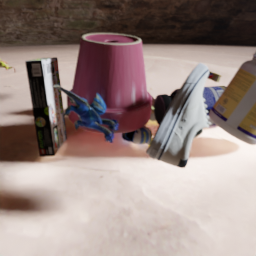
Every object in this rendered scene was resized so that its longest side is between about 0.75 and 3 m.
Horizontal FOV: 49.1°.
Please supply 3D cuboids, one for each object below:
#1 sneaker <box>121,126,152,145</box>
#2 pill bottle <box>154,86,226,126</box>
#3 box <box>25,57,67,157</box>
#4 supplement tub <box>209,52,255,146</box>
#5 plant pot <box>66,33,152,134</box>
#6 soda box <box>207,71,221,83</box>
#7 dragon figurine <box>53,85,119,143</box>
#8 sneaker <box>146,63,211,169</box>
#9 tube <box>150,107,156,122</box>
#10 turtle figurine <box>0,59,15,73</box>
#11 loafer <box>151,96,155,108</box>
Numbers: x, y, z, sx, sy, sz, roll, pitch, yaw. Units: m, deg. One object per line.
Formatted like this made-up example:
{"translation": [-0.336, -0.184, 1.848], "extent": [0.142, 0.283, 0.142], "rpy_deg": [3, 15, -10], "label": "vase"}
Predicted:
{"translation": [0.048, 0.063, 9.670], "extent": [0.751, 0.675, 1.826], "rpy_deg": [-6, 20, -33], "label": "sneaker"}
{"translation": [2.467, -0.764, 10.623], "extent": [2.772, 1.550, 1.550], "rpy_deg": [-5, 22, -15], "label": "pill bottle"}
{"translation": [-2.415, -0.683, 8.531], "extent": [0.481, 2.771, 1.525], "rpy_deg": [-2, 17, 3], "label": "box"}
{"translation": [3.952, -0.937, 8.733], "extent": [1.847, 2.540, 1.847], "rpy_deg": [27, 19, -10], "label": "supplement tub"}
{"translation": [-0.584, -1.626, 9.286], "extent": [2.951, 2.641, 2.951], "rpy_deg": [3, 27, -2], "label": "plant pot"}
{"translation": [3.114, -2.053, 10.837], "extent": [0.910, 0.291, 0.308], "rpy_deg": [31, 23, 29], "label": "soda box"}
{"translation": [-1.030, -0.473, 7.624], "extent": [1.184, 2.382, 0.701], "rpy_deg": [-1, 49, 20], "label": "dragon figurine"}
{"translation": [1.394, -0.286, 6.463], "extent": [0.981, 1.012, 2.772], "rpy_deg": [29, 67, 3], "label": "sneaker"}
{"translation": [0.882, -0.772, 11.686], "extent": [0.437, 0.391, 1.508], "rpy_deg": [17, 24, -21], "label": "tube"}
{"translation": [-3.732, -1.899, 8.300], "extent": [0.651, 0.260, 0.807], "rpy_deg": [38, -3, 15], "label": "turtle figurine"}
{"translation": [0.411, -1.295, 11.485], "extent": [1.833, 0.626, 0.694], "rpy_deg": [35, 3, 19], "label": "loafer"}
